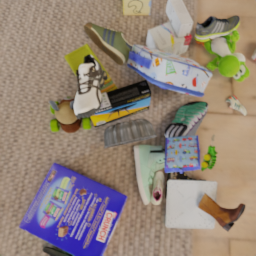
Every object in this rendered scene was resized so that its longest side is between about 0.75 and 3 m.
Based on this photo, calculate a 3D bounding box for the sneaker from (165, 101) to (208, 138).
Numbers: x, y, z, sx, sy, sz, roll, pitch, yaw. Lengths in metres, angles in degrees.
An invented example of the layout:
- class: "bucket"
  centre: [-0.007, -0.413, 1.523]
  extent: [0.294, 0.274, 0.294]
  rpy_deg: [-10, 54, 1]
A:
- class: "sneaker"
  centre: [2.192, 0.002, 10.388]
  extent: [0.996, 1.171, 2.676]
  rpy_deg: [12, 39, 37]

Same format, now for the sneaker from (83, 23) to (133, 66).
- class: "sneaker"
  centre: [-0.697, -3.698, 11.710]
  extent: [1.058, 0.791, 2.358]
  rpy_deg: [-42, 80, -17]

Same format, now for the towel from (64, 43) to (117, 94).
- class: "towel"
  centre: [-1.488, -2.180, 11.464]
  extent: [1.192, 0.250, 2.769]
  rpy_deg: [-30, 74, -10]

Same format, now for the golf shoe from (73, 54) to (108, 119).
- class: "golf shoe"
  centre: [-1.370, -1.361, 8.954]
  extent: [0.972, 1.181, 2.499]
  rpy_deg: [-11, 43, 15]

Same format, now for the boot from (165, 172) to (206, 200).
- class: "boot"
  centre: [2.100, 1.794, 9.975]
  extent: [1.337, 0.650, 1.776]
  rpy_deg: [13, 73, 3]

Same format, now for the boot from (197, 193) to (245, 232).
- class: "boot"
  centre: [2.969, 2.511, 8.957]
  extent: [1.242, 1.169, 0.425]
  rpy_deg: [40, 40, 27]

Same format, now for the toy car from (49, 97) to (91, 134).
- class: "toy car"
  centre: [-2.203, -0.679, 10.149]
  extent: [1.495, 1.820, 1.436]
  rpy_deg: [-5, 73, -2]

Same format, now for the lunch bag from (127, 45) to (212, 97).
- class: "lunch bag"
  centre: [1.262, -2.042, 9.722]
  extent: [2.340, 2.921, 1.104]
  rpy_deg: [7, 111, -26]

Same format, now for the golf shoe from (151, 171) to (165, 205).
- class: "golf shoe"
  centre: [1.090, 2.106, 9.933]
  extent: [0.458, 0.557, 1.217]
  rpy_deg: [7, 71, 3]

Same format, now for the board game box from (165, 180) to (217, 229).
- class: "board game box"
  centre: [2.145, 2.609, 9.612]
  extent: [1.680, 0.217, 1.679]
  rpy_deg: [2, 96, 0]

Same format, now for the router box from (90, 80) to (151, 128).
- class: "router box"
  centre: [-0.327, -0.837, 10.261]
  extent: [2.268, 1.692, 0.579]
  rpy_deg: [-19, 73, -5]

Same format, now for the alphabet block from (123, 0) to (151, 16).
- class: "alphabet block"
  centre: [0.381, -5.700, 12.117]
  extent: [1.200, 1.172, 1.178]
  rpy_deg: [0, 70, 1]

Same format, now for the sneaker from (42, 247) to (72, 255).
- class: "sneaker"
  centre: [-2.220, 4.533, 9.192]
  extent: [1.535, 0.461, 0.801]
  rpy_deg: [19, 69, 3]

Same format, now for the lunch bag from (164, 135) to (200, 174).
- class: "lunch bag"
  centre: [1.656, 0.873, 8.544]
  extent: [1.032, 0.645, 1.370]
  rpy_deg: [-6, 30, 16]

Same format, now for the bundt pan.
- class: "bundt pan"
  centre: [0.010, 0.152, 9.233]
  extent: [1.822, 1.822, 0.684]
  rpy_deg: [-12, 85, -4]

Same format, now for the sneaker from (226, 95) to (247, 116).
- class: "sneaker"
  centre: [4.245, -0.814, 11.023]
  extent: [0.446, 0.336, 0.954]
  rpy_deg: [-34, 75, 6]

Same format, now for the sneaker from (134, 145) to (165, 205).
- class: "sneaker"
  centre: [0.920, 1.599, 9.947]
  extent: [1.261, 0.787, 2.138]
  rpy_deg: [-5, 71, 0]

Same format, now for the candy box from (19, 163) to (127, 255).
- class: "candy box"
  centre: [-1.734, 2.857, 9.409]
  extent: [2.788, 1.074, 2.357]
  rpy_deg: [24, 72, 8]

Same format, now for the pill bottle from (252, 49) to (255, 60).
- class: "pill bottle"
  centre: [6.055, -2.879, 11.304]
  extent: [1.760, 0.980, 0.980]
  rpy_deg: [29, 74, 9]

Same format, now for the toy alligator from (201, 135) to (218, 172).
- class: "toy alligator"
  centre: [2.832, 0.932, 9.459]
  extent: [0.394, 1.452, 0.431]
  rpy_deg: [28, 31, 31]

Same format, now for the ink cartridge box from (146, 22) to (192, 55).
- class: "ink cartridge box"
  centre: [1.610, -3.539, 11.443]
  extent: [1.467, 1.066, 1.061]
  rpy_deg: [-24, 75, -10]

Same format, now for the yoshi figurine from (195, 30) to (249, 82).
- class: "yoshi figurine"
  centre: [3.714, -2.963, 10.992]
  extent: [1.481, 1.486, 2.645]
  rpy_deg: [-25, 68, -7]

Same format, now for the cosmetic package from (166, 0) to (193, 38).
- class: "cosmetic package"
  centre: [1.941, -4.257, 10.728]
  extent: [0.521, 0.716, 1.408]
  rpy_deg: [-13, 66, -8]

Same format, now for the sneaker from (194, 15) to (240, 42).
- class: "sneaker"
  centre: [3.418, -3.925, 10.703]
  extent: [1.860, 0.753, 0.687]
  rpy_deg: [-23, 49, -3]
